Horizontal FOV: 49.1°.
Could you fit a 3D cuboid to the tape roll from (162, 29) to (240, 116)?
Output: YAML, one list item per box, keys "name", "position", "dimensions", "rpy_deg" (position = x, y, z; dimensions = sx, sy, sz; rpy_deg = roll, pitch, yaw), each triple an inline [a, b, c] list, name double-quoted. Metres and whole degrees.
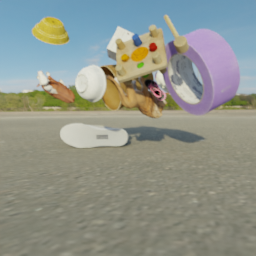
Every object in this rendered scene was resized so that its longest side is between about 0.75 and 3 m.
- name: "tape roll"
  position: [2.326, -1.828, 9.440]
  dimensions: [1.131, 2.661, 2.661]
  rpy_deg: [-27, 13, -18]

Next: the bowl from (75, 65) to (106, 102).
- name: "bowl"
  position: [-1.235, -1.337, 8.447]
  dimensions: [1.130, 1.130, 0.508]
  rpy_deg: [4, 7, 40]

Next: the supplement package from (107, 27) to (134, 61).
- name: "supplement package"
  position: [0.166, -3.088, 11.368]
  dimensions: [1.792, 1.047, 1.051]
  rpy_deg: [26, -7, 2]

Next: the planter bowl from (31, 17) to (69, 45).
- name: "planter bowl"
  position: [-2.199, -2.884, 8.103]
  dimensions: [1.088, 0.453, 1.088]
  rpy_deg: [15, 40, -13]

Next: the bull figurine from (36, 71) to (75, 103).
- name: "bull figurine"
  position: [-3.328, -1.855, 12.530]
  dimensions: [2.273, 0.740, 1.380]
  rpy_deg: [39, 11, -48]

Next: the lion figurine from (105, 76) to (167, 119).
- name: "lion figurine"
  position: [0.272, -1.061, 9.835]
  dimensions: [0.959, 1.620, 2.646]
  rpy_deg: [-23, -10, 39]

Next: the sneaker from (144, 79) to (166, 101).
- name: "sneaker"
  position: [0.864, -1.309, 9.404]
  dimensions: [0.945, 0.374, 0.451]
  rpy_deg: [47, 19, 18]

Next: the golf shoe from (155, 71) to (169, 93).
- name: "golf shoe"
  position: [2.315, -1.923, 12.593]
  dimensions: [0.951, 2.524, 1.155]
  rpy_deg: [-41, -16, -29]

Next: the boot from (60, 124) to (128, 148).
- name: "boot"
  position: [-1.557, 0.410, 12.567]
  dimensions: [2.938, 1.080, 1.404]
  rpy_deg: [7, -4, -14]

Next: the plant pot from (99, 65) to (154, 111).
- name: "plant pot"
  position: [-0.004, -2.174, 13.471]
  dimensions: [2.320, 2.162, 2.162]
  rpy_deg: [-22, 15, -29]

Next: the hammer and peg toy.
- name: "hammer and peg toy"
  position: [0.689, -2.358, 8.588]
  dimensions: [2.287, 1.682, 0.806]
  rpy_deg: [-16, -34, 19]
